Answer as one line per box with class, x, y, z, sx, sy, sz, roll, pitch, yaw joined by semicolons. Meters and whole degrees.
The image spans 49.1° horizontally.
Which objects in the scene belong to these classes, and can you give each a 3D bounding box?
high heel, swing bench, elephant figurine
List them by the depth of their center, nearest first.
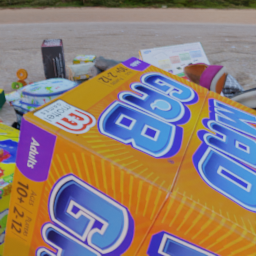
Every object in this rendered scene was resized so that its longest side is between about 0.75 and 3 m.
high heel;1.222;-0.847;4.901;0.895;0.627;1.861;15;15;19
swing bench;-1.858;-2.044;11.541;1.138;1.144;0.742;-17;30;-31
elephant figurine;-0.543;-2.200;11.647;1.805;1.646;2.327;37;20;12

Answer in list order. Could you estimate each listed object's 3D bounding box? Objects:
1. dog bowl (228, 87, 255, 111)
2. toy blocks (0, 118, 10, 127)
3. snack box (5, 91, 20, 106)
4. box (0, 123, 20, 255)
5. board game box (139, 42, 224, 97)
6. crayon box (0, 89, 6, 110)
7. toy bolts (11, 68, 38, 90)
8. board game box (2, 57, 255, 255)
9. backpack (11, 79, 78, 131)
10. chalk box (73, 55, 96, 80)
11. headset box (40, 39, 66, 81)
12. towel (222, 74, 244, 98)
dog bowl;2.285;0.654;3.943;1.003;2.721;2.721;-22;33;-39
toy blocks;-3.870;0.190;7.303;1.504;0.655;1.804;-20;34;-37
snack box;-4.293;-1.133;10.603;0.618;0.230;0.869;-24;35;-26
box;-2.421;1.055;4.700;2.146;1.309;2.067;17;32;29
board game box;1.451;-1.304;7.930;1.913;0.504;2.500;-8;58;-3
crayon box;-5.252;-0.740;9.341;1.817;0.530;1.568;-2;33;-4
toy bolts;-4.132;-1.931;11.679;1.077;1.029;0.747;20;20;1
board game box;0.311;0.872;3.269;2.304;2.306;2.304;27;31;10
backpack;-2.041;-0.518;7.880;2.034;1.494;1.861;22;34;36
chalk box;-2.077;-3.004;13.771;0.990;0.995;1.599;1;24;1
headset box;-3.305;-2.908;12.586;0.911;1.806;2.430;-6;25;-10
towel;2.602;-1.320;10.002;2.662;1.139;2.204;3;25;7
